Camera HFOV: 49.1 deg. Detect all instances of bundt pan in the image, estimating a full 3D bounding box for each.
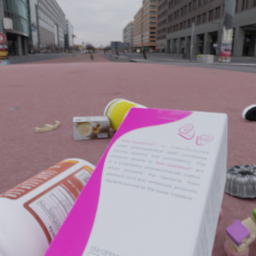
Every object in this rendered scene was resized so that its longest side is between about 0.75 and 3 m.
[{"bbox_3d":[2.569,1.103,6.122,1.076,0.404,1.076,-7,13,2],"label":"bundt pan"}]

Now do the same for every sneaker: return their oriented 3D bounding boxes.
[{"bbox_3d":[5.630,-0.542,11.363,1.756,0.642,0.982,-7,19,-20],"label":"sneaker"}]

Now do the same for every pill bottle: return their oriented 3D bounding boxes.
[{"bbox_3d":[-1.307,1.383,3.986,1.265,1.265,2.255,9,19,27],"label":"pill bottle"},{"bbox_3d":[0.116,-0.250,9.496,1.173,1.173,2.086,-10,19,-29],"label":"pill bottle"}]

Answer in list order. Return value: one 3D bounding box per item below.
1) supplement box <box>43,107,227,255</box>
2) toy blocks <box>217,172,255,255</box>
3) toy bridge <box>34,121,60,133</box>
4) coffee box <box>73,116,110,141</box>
[{"bbox_3d":[0.265,1.065,3.181,1.309,1.337,2.586,7,47,26],"label":"supplement box"},{"bbox_3d":[2.104,1.503,4.156,1.538,1.386,1.646,-32,49,-7],"label":"toy blocks"},{"bbox_3d":[-2.962,-0.023,10.489,0.382,0.155,1.136,10,19,29],"label":"toy bridge"},{"bbox_3d":[-1.236,0.010,9.459,1.189,0.680,0.474,-2,21,-10],"label":"coffee box"}]
